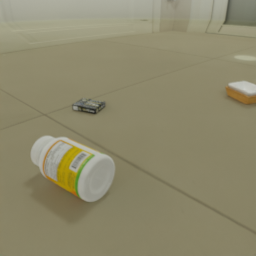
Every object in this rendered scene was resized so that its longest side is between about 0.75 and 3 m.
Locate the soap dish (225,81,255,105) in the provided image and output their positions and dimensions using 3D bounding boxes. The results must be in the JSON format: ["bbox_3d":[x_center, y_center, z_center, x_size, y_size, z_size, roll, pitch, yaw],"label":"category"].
[{"bbox_3d":[6.048,-1.807,14.387,1.330,0.686,1.690,-11,30,-20],"label":"soap dish"}]

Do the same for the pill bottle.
[{"bbox_3d":[-1.708,1.062,8.203,2.426,1.347,1.347,19,33,33],"label":"pill bottle"}]

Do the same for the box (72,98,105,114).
[{"bbox_3d":[-1.869,-1.066,13.380,1.270,0.312,1.024,11,31,19],"label":"box"}]
